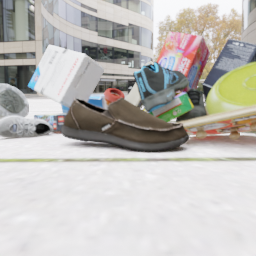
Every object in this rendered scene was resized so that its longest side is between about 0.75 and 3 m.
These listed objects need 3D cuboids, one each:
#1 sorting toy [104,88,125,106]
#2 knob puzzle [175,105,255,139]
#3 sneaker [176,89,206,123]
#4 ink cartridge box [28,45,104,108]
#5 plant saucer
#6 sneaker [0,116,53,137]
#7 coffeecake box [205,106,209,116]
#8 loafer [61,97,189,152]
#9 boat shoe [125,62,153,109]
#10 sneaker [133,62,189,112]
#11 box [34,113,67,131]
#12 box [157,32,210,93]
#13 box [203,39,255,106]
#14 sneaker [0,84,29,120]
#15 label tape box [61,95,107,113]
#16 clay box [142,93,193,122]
[{"bbox_3d":[-0.242,-0.820,10.922,1.081,0.739,1.799,-11,45,-38],"label":"sorting toy"},{"bbox_3d":[2.158,0.016,5.576,2.336,0.324,2.336,-5,-11,-1],"label":"knob puzzle"},{"bbox_3d":[2.010,-0.680,8.830,0.927,1.107,2.440,6,9,8],"label":"sneaker"},{"bbox_3d":[-1.806,-1.429,7.975,1.971,1.439,0.831,27,-1,42],"label":"ink cartridge box"},{"bbox_3d":[3.517,-1.076,7.462,2.952,0.459,2.952,-18,31,11],"label":"plant saucer"},{"bbox_3d":[-2.249,-0.031,6.172,0.514,0.468,1.253,7,10,44],"label":"sneaker"},{"bbox_3d":[3.131,-0.375,8.435,1.494,0.546,1.147,2,6,7],"label":"coffeecake box"},{"bbox_3d":[-0.092,-0.118,4.986,2.358,0.841,0.861,6,8,10],"label":"loafer"},{"bbox_3d":[0.492,-1.019,8.773,0.718,2.288,0.831,36,-25,-27],"label":"boat shoe"},{"bbox_3d":[0.950,-1.357,7.671,0.977,1.093,2.669,-23,10,26],"label":"sneaker"},{"bbox_3d":[-1.344,-0.220,7.778,2.068,0.390,1.412,-6,7,-39],"label":"box"},{"bbox_3d":[1.927,-2.116,11.125,1.465,2.938,1.403,21,-4,31],"label":"box"},{"bbox_3d":[4.182,-2.027,11.441,1.268,2.430,1.798,25,-17,28],"label":"box"},{"bbox_3d":[-4.311,-0.623,8.242,1.417,1.111,2.852,-12,-4,32],"label":"sneaker"},{"bbox_3d":[-2.066,-1.095,13.258,1.923,0.887,2.684,0,10,2],"label":"label tape box"},{"bbox_3d":[1.030,-0.555,8.256,1.245,0.516,2.168,-28,8,2],"label":"clay box"}]
